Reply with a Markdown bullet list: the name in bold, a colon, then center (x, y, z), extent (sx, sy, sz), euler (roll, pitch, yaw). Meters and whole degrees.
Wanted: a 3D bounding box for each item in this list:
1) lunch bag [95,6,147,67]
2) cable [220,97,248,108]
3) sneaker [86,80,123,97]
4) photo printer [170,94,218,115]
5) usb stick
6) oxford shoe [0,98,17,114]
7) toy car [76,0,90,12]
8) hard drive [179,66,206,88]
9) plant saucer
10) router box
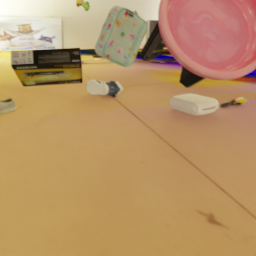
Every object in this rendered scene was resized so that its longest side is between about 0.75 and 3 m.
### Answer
- **lunch bag**: center (-0.216, -3.916, 12.106), extent (1.867, 2.327, 0.897), euler (18, 12, -39)
- **cable**: center (4.431, -1.128, 12.002), extent (1.311, 0.330, 0.637), euler (-7, 21, -19)
- **sneaker**: center (-1.097, -1.996, 13.958), extent (1.342, 0.738, 1.833), euler (-9, 19, -40)
- **photo printer**: center (2.660, -0.937, 11.129), extent (1.325, 0.553, 1.592), euler (-13, 23, -32)
- **usb stick**: center (1.101, -2.872, 7.630), extent (0.786, 2.835, 0.462), euler (-33, 80, -33)
- **oxford shoe**: center (-5.161, -0.763, 10.716), extent (0.690, 0.530, 1.836), euler (18, 28, 34)
- **toy car**: center (-1.714, -4.985, 11.029), extent (0.226, 1.013, 0.953), euler (20, 45, -45)
- **hard drive**: center (2.392, -2.527, 7.867), extent (1.838, 0.433, 2.634), euler (-28, 35, 48)
- **plant saucer**: center (1.769, -2.125, 5.855), extent (2.460, 2.460, 0.623), euler (-4, -8, -10)
- **router box**: center (-1.281, -0.972, 4.581), extent (1.042, 0.272, 0.819), euler (-5, -13, -9)
